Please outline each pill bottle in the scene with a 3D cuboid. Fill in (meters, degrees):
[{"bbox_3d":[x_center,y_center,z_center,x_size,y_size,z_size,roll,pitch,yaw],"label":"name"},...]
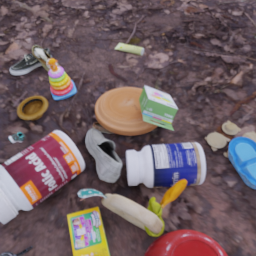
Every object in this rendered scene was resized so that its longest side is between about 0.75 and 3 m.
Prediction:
[{"bbox_3d":[1.132,1.200,8.912,2.353,1.362,1.362,-4,50,-2],"label":"pill bottle"},{"bbox_3d":[-2.890,1.448,8.524,2.822,1.611,1.611,-37,59,-26],"label":"pill bottle"}]

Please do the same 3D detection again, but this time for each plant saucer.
[{"bbox_3d":[0.046,-0.786,10.894,2.680,0.433,2.680,1,45,-1],"label":"plant saucer"}]

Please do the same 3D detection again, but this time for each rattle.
[{"bbox_3d":[0.039,1.806,8.097,2.619,1.705,1.871,20,82,34],"label":"rattle"}]

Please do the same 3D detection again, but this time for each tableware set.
[{"bbox_3d":[3.877,0.482,10.274,1.876,0.218,1.567,-33,58,-24],"label":"tableware set"}]

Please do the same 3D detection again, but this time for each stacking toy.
[{"bbox_3d":[-2.877,-2.096,11.386,1.039,1.791,0.983,-22,53,-8],"label":"stacking toy"}]

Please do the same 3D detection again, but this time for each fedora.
[{"bbox_3d":[-3.715,-0.695,11.066,1.250,0.510,1.250,-2,54,3],"label":"fedora"}]

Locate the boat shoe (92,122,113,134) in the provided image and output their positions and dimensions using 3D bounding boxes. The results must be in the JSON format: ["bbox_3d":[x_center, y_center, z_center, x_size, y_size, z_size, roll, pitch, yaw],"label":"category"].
[{"bbox_3d":[-0.802,-0.045,10.587,1.108,0.398,0.419,-3,50,-3],"label":"boat shoe"}]

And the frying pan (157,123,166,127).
[{"bbox_3d":[0.852,-0.286,10.836,1.697,0.276,1.026,-17,48,-15],"label":"frying pan"}]

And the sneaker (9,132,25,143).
[{"bbox_3d":[-3.489,0.284,9.048,0.354,0.777,0.301,-33,92,11],"label":"sneaker"}]

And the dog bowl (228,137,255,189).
[{"bbox_3d":[4.079,1.206,9.378,1.061,0.472,1.903,-17,58,-13],"label":"dog bowl"}]

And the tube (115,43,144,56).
[{"bbox_3d":[0.064,-3.924,13.911,1.438,0.373,0.417,19,14,21],"label":"tube"}]

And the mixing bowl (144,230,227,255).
[{"bbox_3d":[1.571,3.584,6.909,2.548,1.380,2.548,1,50,-1],"label":"mixing bowl"}]

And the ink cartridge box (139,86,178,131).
[{"bbox_3d":[1.019,-0.731,9.608,1.072,0.612,2.065,19,23,-10],"label":"ink cartridge box"}]

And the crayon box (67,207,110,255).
[{"bbox_3d":[-1.107,3.125,7.868,0.950,0.466,1.600,-12,51,-10],"label":"crayon box"}]

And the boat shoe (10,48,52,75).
[{"bbox_3d":[-4.563,-3.130,13.015,2.068,0.658,0.731,-33,57,-25],"label":"boat shoe"}]

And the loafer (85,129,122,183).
[{"bbox_3d":[-0.782,0.732,9.330,0.878,0.876,2.512,19,24,-36],"label":"loafer"}]

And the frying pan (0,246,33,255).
[{"bbox_3d":[-3.166,3.660,7.640,1.075,0.175,0.650,-12,51,-6],"label":"frying pan"}]

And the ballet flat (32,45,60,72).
[{"bbox_3d":[-3.667,-3.040,12.602,1.788,0.632,0.632,44,60,4],"label":"ballet flat"}]
